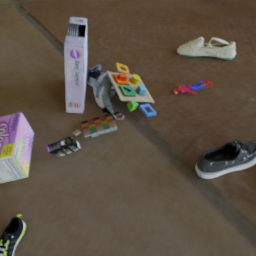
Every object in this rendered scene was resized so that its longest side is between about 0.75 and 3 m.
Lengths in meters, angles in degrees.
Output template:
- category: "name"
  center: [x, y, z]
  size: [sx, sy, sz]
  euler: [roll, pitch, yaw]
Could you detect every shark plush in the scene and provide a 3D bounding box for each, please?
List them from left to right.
- category: "shark plush"
  center: [-0.782, -1.205, 10.016]
  size: [0.853, 0.931, 2.048]
  euler: [-19, 47, 1]

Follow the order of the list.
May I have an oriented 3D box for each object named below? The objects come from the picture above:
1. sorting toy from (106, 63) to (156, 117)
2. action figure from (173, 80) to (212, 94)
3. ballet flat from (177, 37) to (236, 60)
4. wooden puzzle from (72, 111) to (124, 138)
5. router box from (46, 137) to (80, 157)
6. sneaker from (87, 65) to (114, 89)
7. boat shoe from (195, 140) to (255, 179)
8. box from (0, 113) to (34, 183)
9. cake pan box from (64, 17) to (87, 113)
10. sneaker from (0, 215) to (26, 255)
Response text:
- category: "sorting toy"
  center: [0.114, -1.546, 10.087]
  size: [1.585, 0.384, 2.816]
  euler: [2, 47, -37]
- category: "action figure"
  center: [2.487, -1.544, 10.895]
  size: [1.476, 0.382, 0.483]
  euler: [-9, 36, -3]
- category: "ballet flat"
  center: [3.707, -3.833, 13.191]
  size: [2.705, 0.971, 0.971]
  euler: [8, 41, 11]
- category: "wooden puzzle"
  center: [-0.941, -0.074, 9.036]
  size: [1.750, 0.123, 1.038]
  euler: [-17, 30, -7]
- category: "router box"
  center: [-1.802, 0.550, 7.899]
  size: [0.711, 0.953, 0.243]
  euler: [-21, 77, -3]
- category: "sneaker"
  center: [-0.960, -2.027, 11.081]
  size: [1.439, 0.819, 0.543]
  euler: [7, 43, 7]
- category: "boat shoe"
  center: [2.914, 0.719, 7.912]
  size: [2.261, 0.749, 0.791]
  euler: [-14, 42, -16]
- category: "box"
  center: [-3.713, 0.629, 7.595]
  size: [1.895, 0.916, 1.667]
  euler: [-12, 44, 1]
- category: "cake pan box"
  center: [-1.814, -2.278, 9.950]
  size: [0.704, 2.691, 2.478]
  euler: [1, 42, -9]
- category: "sneaker"
  center: [-2.654, 2.474, 6.006]
  size: [0.471, 0.544, 1.313]
  euler: [6, 41, 7]
